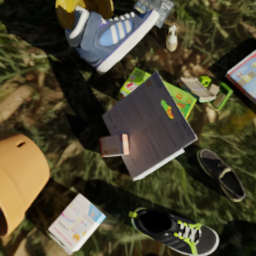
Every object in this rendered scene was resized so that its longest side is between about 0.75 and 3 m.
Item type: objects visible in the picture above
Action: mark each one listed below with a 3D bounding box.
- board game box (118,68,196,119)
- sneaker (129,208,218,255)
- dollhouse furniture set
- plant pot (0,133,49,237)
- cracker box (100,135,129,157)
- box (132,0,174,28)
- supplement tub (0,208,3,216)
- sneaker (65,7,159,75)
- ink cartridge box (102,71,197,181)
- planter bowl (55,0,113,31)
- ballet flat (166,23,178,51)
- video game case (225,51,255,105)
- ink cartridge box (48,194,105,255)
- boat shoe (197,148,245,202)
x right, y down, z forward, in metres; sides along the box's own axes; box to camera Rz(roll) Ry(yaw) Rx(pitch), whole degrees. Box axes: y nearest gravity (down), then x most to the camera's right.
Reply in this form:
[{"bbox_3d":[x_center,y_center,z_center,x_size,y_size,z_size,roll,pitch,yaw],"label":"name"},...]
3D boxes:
[{"bbox_3d":[0.880,-0.883,8.594,2.122,0.505,1.078,28,72,10],"label":"board game box"},{"bbox_3d":[1.130,2.615,7.008,2.352,0.974,0.843,14,70,5],"label":"sneaker"},{"bbox_3d":[2.090,-0.899,7.896,1.839,0.710,0.919,-8,49,-39],"label":"dollhouse furniture set"},{"bbox_3d":[-3.105,1.199,6.890,2.365,2.365,1.656,36,42,13],"label":"plant pot"},{"bbox_3d":[-0.391,0.506,7.858,0.825,0.238,0.553,-9,81,34],"label":"cracker box"},{"bbox_3d":[0.838,-4.056,9.392,1.148,0.293,0.905,27,111,-15],"label":"box"},{"bbox_3d":[-3.201,1.414,6.962,0.895,0.895,1.461,29,78,10],"label":"supplement tub"},{"bbox_3d":[-0.605,-3.238,8.669,2.782,1.121,2.037,-46,100,-5],"label":"sneaker"},{"bbox_3d":[0.535,-0.020,7.671,2.197,0.476,2.157,-36,69,26],"label":"ink cartridge box"},{"bbox_3d":[-1.409,-3.893,9.289,1.826,0.760,1.826,0,110,-1],"label":"planter bowl"},{"bbox_3d":[1.501,-3.124,9.534,0.371,0.344,1.053,4,69,3],"label":"ballet flat"},{"bbox_3d":[4.885,-1.258,8.870,2.119,0.259,2.964,-37,73,-13],"label":"video game case"},{"bbox_3d":[-1.329,2.485,7.149,0.823,0.802,1.281,37,73,13],"label":"ink cartridge box"},{"bbox_3d":[2.620,1.228,7.758,0.635,0.562,1.735,-36,73,-13],"label":"boat shoe"}]
